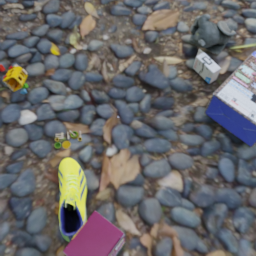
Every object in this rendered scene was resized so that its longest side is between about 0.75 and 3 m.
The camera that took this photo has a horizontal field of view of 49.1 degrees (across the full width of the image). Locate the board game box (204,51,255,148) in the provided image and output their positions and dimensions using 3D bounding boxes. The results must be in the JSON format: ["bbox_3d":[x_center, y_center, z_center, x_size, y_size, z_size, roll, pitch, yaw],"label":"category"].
[{"bbox_3d":[4.696,-1.098,10.503,2.215,1.345,2.778,41,70,18],"label":"board game box"}]

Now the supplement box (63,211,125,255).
[{"bbox_3d":[-0.866,3.339,7.900,1.045,2.025,1.325,35,67,16],"label":"supplement box"}]

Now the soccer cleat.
[{"bbox_3d":[-1.794,2.186,8.958,0.897,1.161,2.775,-8,64,-4],"label":"soccer cleat"}]

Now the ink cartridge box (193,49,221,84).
[{"bbox_3d":[3.141,-2.550,11.575,0.440,0.753,1.298,-32,66,-15],"label":"ink cartridge box"}]

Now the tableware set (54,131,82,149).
[{"bbox_3d":[-2.229,0.434,10.410,1.019,0.156,0.686,-7,64,-4],"label":"tableware set"}]

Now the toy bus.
[{"bbox_3d":[-4.264,-2.033,10.862,0.671,1.225,1.298,-19,87,20],"label":"toy bus"}]

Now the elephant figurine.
[{"bbox_3d":[3.870,-4.000,12.047,2.159,1.528,1.675,8,92,-13],"label":"elephant figurine"}]
